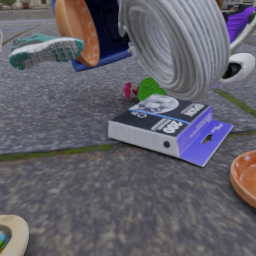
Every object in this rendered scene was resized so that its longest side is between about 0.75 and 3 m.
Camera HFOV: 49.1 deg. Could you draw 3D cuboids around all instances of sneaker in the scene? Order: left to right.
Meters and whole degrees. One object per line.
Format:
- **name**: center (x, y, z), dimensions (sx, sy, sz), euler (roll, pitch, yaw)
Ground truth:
- **sneaker**: center (-1.550, -1.565, 5.285), dimensions (1.391, 0.540, 0.635), euler (-12, 58, -12)
- **sneaker**: center (2.368, -2.279, 6.715), dimensions (0.845, 1.700, 0.591), euler (44, -2, 14)
- **sneaker**: center (3.012, -1.633, 7.974), dimensions (2.167, 0.791, 0.767), euler (-28, 9, -25)

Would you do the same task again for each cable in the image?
- **cable**: center (0.611, -1.364, 4.163), dimensions (0.714, 2.063, 2.064), euler (-33, 76, -8)

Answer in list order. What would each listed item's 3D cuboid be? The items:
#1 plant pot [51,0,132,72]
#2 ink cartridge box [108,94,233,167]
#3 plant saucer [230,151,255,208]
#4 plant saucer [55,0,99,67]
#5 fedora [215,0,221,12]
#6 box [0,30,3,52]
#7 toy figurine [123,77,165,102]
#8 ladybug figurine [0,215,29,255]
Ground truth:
- **plant pot**: center (-0.660, -3.715, 9.972), dimensions (2.678, 2.679, 2.408), euler (-10, 15, 32)
- **ink cartridge box**: center (1.401, -0.140, 8.515), dimensions (2.945, 0.639, 2.918), euler (17, 30, 28)
- **plant saucer**: center (3.439, 1.237, 5.982), dimensions (2.417, 0.390, 2.417), euler (1, 26, 0)
- **plant saucer**: center (-1.513, -2.958, 8.369), dimensions (0.442, 2.363, 2.363), euler (-12, 23, 15)
- **fedora**: center (2.102, -3.942, 9.601), dimensions (2.187, 2.187, 0.892), euler (3, 43, 7)
- **box**: center (-3.328, -1.881, 5.764), dimensions (1.289, 0.530, 0.441), euler (3, -15, -7)
- **toy figurine**: center (0.491, -1.436, 10.991), dimensions (1.466, 1.100, 1.349), euler (6, 7, -42)
- **ladybug figurine**: center (-2.105, 1.949, 4.236), dimensions (1.068, 0.566, 1.574), euler (6, 22, 11)
